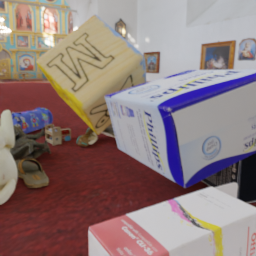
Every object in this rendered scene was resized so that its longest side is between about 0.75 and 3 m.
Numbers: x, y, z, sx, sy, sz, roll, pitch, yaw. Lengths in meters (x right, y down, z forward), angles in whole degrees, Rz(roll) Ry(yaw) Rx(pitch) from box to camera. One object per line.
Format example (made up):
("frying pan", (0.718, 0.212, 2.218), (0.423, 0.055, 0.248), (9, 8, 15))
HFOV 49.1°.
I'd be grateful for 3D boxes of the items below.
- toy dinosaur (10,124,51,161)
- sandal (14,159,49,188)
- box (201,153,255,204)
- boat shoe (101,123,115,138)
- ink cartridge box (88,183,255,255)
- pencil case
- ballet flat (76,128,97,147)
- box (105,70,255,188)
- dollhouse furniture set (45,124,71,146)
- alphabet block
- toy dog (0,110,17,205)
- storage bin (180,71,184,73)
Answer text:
("toy dinosaur", (-3.256, 0.663, 8.894), (1.419, 1.068, 2.775), (-16, 23, -15))
("sandal", (-2.659, 1.103, 7.514), (0.728, 0.489, 1.812), (-10, 17, -37))
("box", (2.966, 0.790, 7.147), (2.115, 1.311, 2.079), (-5, 12, -19))
("boat shoe", (-0.030, 0.076, 10.964), (2.944, 1.042, 1.020), (2, 17, 30))
("ink cartridge box", (0.783, 1.617, 3.348), (2.396, 1.396, 0.809), (-8, 16, -32))
("pencil case", (-4.393, -0.334, 12.525), (0.916, 1.020, 2.348), (-10, 8, 22))
("ballet flat", (-1.493, 0.385, 10.785), (0.539, 0.505, 1.489), (22, 16, 4))
("box", (1.317, -0.287, 6.268), (2.673, 1.525, 2.907), (-20, 19, -22))
("dollhouse furniture set", (-2.630, 0.197, 10.937), (0.989, 0.693, 0.697), (-10, 17, -37))
("alphabet block", (-1.155, -1.808, 10.156), (2.627, 2.676, 2.613), (44, -11, 20))
("toy dog", (-3.946, 0.863, 6.327), (2.507, 2.430, 1.749), (-3, -31, -30))
("storage bin", (2.594, -0.688, 11.002), (1.996, 2.743, 1.842), (5, 3, 20))
